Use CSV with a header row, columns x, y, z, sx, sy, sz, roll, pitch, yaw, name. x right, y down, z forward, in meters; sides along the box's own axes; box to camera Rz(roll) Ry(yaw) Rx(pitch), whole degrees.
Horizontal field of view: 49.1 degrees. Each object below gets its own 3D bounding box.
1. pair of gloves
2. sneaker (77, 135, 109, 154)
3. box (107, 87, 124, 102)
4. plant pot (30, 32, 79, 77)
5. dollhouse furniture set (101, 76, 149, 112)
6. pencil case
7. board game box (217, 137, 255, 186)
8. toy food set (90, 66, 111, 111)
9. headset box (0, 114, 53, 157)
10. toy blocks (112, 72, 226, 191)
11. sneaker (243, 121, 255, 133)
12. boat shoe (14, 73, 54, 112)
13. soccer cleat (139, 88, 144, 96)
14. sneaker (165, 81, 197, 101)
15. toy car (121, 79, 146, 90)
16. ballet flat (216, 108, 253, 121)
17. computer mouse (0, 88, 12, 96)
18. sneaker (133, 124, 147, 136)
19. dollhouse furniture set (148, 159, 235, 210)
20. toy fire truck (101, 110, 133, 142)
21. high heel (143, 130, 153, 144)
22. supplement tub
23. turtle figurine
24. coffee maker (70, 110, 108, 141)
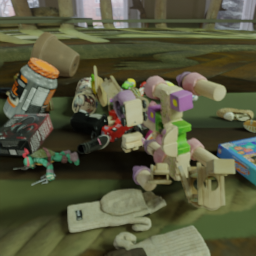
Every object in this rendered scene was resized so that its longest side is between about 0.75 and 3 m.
x,y,z,sx,sy,sz,roll,pitch,yaw,name
0.031,2.107,5.527,2.223,0.458,2.615,-14,23,-17,pair of gloves
-1.079,0.532,8.486,1.054,0.373,0.523,-25,-7,19,sneaker
-0.657,-1.677,13.846,1.025,0.293,1.498,-8,26,-17,box
-4.313,-4.176,17.102,2.298,2.636,2.636,22,27,2,plant pot
-0.248,-1.576,11.269,1.166,1.854,2.097,-32,30,3,dollhouse furniture set
-1.821,-1.441,12.308,1.011,1.162,2.598,32,18,-18,pencil case
3.752,0.957,8.003,1.464,0.433,1.925,-9,26,-18,board game box
-1.197,-1.500,11.503,0.390,1.942,1.341,-11,65,9,toy food set
-3.336,0.138,9.039,1.281,0.646,1.723,2,34,12,headset box
0.734,-0.107,7.629,2.841,2.655,2.392,-15,27,-21,toy blocks
4.779,-0.066,10.350,1.129,0.427,0.495,8,15,1,sneaker
-4.119,-1.519,12.129,0.979,1.036,2.881,-19,44,-28,boat shoe
0.382,-1.532,13.094,0.434,0.387,1.118,12,43,24,soccer cleat
2.247,-1.437,13.122,1.887,0.714,0.991,21,66,9,sneaker
0.264,-2.275,14.731,1.742,0.388,1.639,17,19,32,toy car
4.262,-0.498,11.148,1.414,0.498,0.461,0,39,10,ballet flat
-6.473,-1.344,12.831,2.063,0.676,2.938,1,18,-2,computer mouse
0.538,-0.003,10.213,0.530,0.345,0.918,-6,25,-18,sneaker
1.167,1.177,5.687,1.464,0.920,1.656,1,-13,1,dollhouse furniture set
-0.529,-0.130,10.320,1.269,0.439,1.800,14,31,33,toy fire truck
0.799,-0.010,9.507,0.614,0.431,1.279,32,78,35,high heel
-3.558,-1.322,10.408,1.390,2.268,1.390,29,17,-10,supplement tub
-2.247,0.953,7.693,1.607,0.809,1.203,-10,26,-33,turtle figurine
-1.456,-0.117,9.930,1.158,0.780,1.113,11,29,25,coffee maker
